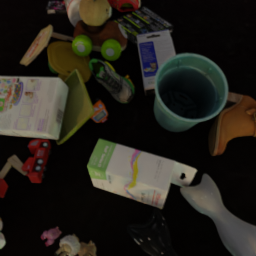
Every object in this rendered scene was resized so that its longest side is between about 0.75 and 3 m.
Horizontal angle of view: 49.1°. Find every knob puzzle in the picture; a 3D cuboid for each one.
[{"bbox_3d":[-3.235,-2.989,10.302,1.993,0.276,1.993,-32,39,30],"label":"knob puzzle"}]

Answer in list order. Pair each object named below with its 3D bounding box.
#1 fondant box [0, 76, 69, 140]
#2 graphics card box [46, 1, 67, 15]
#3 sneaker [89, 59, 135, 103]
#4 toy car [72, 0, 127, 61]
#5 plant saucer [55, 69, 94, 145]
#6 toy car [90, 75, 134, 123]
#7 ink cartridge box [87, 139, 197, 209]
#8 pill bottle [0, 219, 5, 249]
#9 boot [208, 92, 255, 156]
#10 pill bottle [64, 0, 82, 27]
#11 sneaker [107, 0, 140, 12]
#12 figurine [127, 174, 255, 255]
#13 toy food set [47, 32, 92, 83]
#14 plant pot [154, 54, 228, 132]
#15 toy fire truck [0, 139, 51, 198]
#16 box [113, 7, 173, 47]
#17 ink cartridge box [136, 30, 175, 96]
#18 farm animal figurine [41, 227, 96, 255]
[{"bbox_3d":[-3.216,-0.646,8.687,2.428,0.707,1.751,4,75,14],"label":"fondant box"},{"bbox_3d":[-3.174,-5.502,12.826,1.074,0.273,0.674,-1,56,0],"label":"graphics card box"},{"bbox_3d":[-0.630,-1.573,9.513,2.058,0.877,0.803,43,108,21],"label":"sneaker"},{"bbox_3d":[-0.952,-4.092,10.081,2.025,2.567,2.108,8,38,-1],"label":"toy car"},{"bbox_3d":[-1.766,-0.622,8.805,0.425,1.776,1.774,14,44,-48],"label":"plant saucer"},{"bbox_3d":[-0.485,-0.936,9.335,2.227,1.093,0.741,-40,99,-16],"label":"toy car"},{"bbox_3d":[0.343,1.332,7.422,2.593,1.518,0.873,15,60,11],"label":"ink cartridge box"},{"bbox_3d":[-3.792,2.328,7.081,0.985,0.985,1.693,-29,60,-18],"label":"pill bottle"},{"bbox_3d":[3.682,0.008,8.725,1.988,0.947,2.570,20,61,8],"label":"boot"},{"bbox_3d":[-1.968,-5.728,12.096,1.668,1.668,2.929,-13,58,-8],"label":"pill bottle"},{"bbox_3d":[-0.465,-5.677,12.676,2.006,0.772,0.852,8,62,6],"label":"sneaker"},{"bbox_3d":[1.839,2.748,6.766,2.894,1.246,2.823,-30,57,-20],"label":"figurine"},{"bbox_3d":[-2.261,-2.402,10.411,1.548,0.860,2.632,4,46,-25],"label":"toy food set"},{"bbox_3d":[1.642,-0.827,8.422,2.008,1.967,2.008,1,73,-3],"label":"plant pot"},{"bbox_3d":[-3.075,1.115,8.162,1.290,0.446,1.829,3,51,2],"label":"toy fire truck"},{"bbox_3d":[0.628,-4.280,11.877,1.819,0.448,1.884,-35,62,-21],"label":"box"},{"bbox_3d":[1.118,-2.511,10.520,1.339,0.524,2.827,-8,60,4],"label":"ink cartridge box"},{"bbox_3d":[-1.025,2.874,6.192,0.905,1.799,1.453,-34,45,-31],"label":"farm animal figurine"}]
